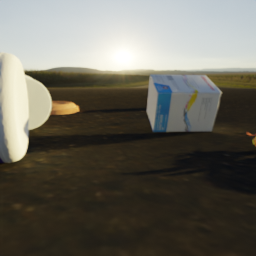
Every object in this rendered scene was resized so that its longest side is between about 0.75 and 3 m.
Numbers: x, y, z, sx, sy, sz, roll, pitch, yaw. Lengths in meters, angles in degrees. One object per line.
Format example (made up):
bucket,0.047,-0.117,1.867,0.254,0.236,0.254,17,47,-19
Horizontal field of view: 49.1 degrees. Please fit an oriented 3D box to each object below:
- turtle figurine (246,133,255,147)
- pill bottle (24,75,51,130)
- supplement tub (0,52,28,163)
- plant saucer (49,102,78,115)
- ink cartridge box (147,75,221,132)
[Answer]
turtle figurine,3.190,0.287,6.108,1.023,0.409,1.269,-6,2,16
pill bottle,-3.604,-0.832,8.720,1.691,1.691,2.962,-7,12,-35
supplement tub,-3.326,-0.316,4.926,2.787,2.026,2.026,-2,10,-13
plant saucer,-3.684,-0.950,13.091,2.685,0.433,2.685,0,9,0
ink cartridge box,1.586,-0.751,8.401,1.819,1.315,1.339,-1,32,-6
